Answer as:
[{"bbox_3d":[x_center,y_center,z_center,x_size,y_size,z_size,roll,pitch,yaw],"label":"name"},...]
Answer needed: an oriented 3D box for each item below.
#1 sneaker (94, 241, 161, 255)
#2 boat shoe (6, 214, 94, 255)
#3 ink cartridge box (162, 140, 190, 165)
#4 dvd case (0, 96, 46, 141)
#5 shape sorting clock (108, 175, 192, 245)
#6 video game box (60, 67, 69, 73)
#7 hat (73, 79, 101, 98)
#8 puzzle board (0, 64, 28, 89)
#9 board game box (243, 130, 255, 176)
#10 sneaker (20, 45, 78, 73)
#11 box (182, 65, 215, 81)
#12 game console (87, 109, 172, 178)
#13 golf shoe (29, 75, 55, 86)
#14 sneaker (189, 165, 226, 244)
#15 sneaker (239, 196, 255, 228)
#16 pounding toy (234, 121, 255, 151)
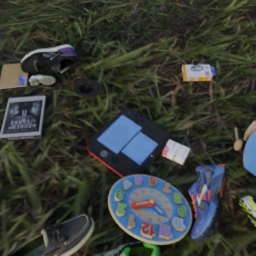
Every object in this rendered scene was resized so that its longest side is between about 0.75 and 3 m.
[{"bbox_3d":[-0.369,3.734,7.753,2.691,1.146,1.050,-18,53,-13],"label":"sneaker"},{"bbox_3d":[-2.222,3.288,8.048,2.620,0.861,0.936,-30,38,-12],"label":"boat shoe"},{"bbox_3d":[1.783,0.910,10.471,0.846,0.350,0.620,24,56,18],"label":"ink cartridge box"},{"bbox_3d":[-4.288,-0.442,11.593,1.607,0.264,2.139,-5,51,-3],"label":"dvd case"},{"bbox_3d":[0.702,2.390,8.708,2.665,0.523,2.665,11,36,-8],"label":"shape sorting clock"},{"bbox_3d":[-3.293,-3.054,13.703,0.751,0.176,0.684,31,56,22],"label":"video game box"},{"bbox_3d":[-1.816,-1.643,12.408,1.214,0.490,1.214,3,57,-5],"label":"hat"},{"bbox_3d":[-5.376,-2.475,13.275,1.235,0.143,1.639,-6,53,-6],"label":"puzzle board"},{"bbox_3d":[5.566,1.098,9.809,2.871,0.559,2.268,38,93,17],"label":"board game box"},{"bbox_3d":[-3.653,-3.047,13.049,2.648,1.003,1.159,-22,55,-12],"label":"sneaker"},{"bbox_3d":[3.324,-2.605,13.254,1.464,0.304,0.872,1,52,1],"label":"box"},{"bbox_3d":[0.036,0.534,10.736,2.360,0.414,2.668,32,59,23],"label":"game console"},{"bbox_3d":[-3.956,-2.288,12.946,1.183,0.463,0.575,-2,46,-3],"label":"golf shoe"},{"bbox_3d":[2.440,2.368,9.035,1.066,1.023,2.717,5,51,29],"label":"sneaker"},{"bbox_3d":[4.015,2.684,8.802,0.453,0.447,1.186,-30,87,-18],"label":"sneaker"},{"bbox_3d":[4.783,-0.021,10.710,1.979,1.132,1.135,-34,59,-24],"label":"pounding toy"}]
